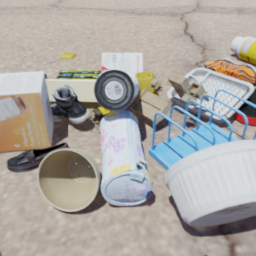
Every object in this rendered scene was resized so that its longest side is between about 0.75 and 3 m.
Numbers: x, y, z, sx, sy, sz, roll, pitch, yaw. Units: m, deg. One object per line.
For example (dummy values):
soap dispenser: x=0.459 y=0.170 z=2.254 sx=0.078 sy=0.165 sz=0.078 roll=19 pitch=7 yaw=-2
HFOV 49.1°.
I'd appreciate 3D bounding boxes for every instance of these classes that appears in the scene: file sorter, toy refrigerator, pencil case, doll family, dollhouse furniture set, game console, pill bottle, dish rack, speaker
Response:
file sorter: x=2.232 y=0.154 z=8.207 sx=2.695 sy=1.653 sz=1.870 roll=-21 pitch=40 yaw=-26
toy refrigerator: x=-2.092 y=-1.417 z=10.869 sx=2.491 sy=0.872 sz=0.946 roll=0 pitch=13 yaw=-3
pencil case: x=-0.151 y=0.684 z=7.688 sx=1.230 sy=1.342 sz=2.958 roll=5 pitch=32 yaw=-10
doll family: x=-0.653 y=-0.375 z=9.802 sx=1.106 sy=0.751 sz=1.913 roll=-15 pitch=43 yaw=-26
dollhouse furniture set: x=1.337 y=-0.572 z=9.766 sx=2.387 sy=1.165 sz=2.035 roll=-50 pitch=44 yaw=-4
game console: x=5.228 y=-0.773 z=10.652 sx=2.218 sy=0.389 sz=2.508 roll=12 pitch=37 yaw=11
pill bottle: x=6.377 y=-3.976 z=14.356 sx=1.173 sy=1.173 sz=2.107 roll=-21 pitch=41 yaw=-26
dish rack: x=3.092 y=-1.220 z=10.683 sx=2.277 sy=0.578 sz=2.653 roll=-40 pitch=49 yaw=-24
speaker: x=-0.275 y=-1.265 z=9.034 sx=1.181 sy=1.181 sz=2.908 roll=3 pitch=9 yaw=4

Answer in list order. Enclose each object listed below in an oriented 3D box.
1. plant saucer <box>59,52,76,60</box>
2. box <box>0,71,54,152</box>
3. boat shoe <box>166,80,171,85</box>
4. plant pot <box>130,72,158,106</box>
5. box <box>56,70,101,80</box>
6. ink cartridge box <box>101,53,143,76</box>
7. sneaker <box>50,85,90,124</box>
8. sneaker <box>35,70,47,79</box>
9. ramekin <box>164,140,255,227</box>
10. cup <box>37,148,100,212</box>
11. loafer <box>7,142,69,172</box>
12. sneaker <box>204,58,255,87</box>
plant saucer: x=-3.263 y=-3.908 z=15.120 sx=0.765 sy=0.185 sz=0.765 roll=7 pitch=36 yaw=8
box: x=-3.854 y=-0.458 z=8.683 sx=2.701 sy=2.057 sz=1.436 roll=-6 pitch=37 yaw=-7
boat shoe: x=2.241 y=-2.117 z=12.400 sx=1.118 sy=0.371 sz=0.414 roll=0 pitch=36 yaw=14
plant pot: x=0.628 y=-1.582 z=11.027 sx=1.081 sy=1.105 sz=1.074 roll=0 pitch=35 yaw=8
box: x=-2.206 y=-1.981 z=12.224 sx=1.895 sy=0.450 sz=1.830 roll=0 pitch=34 yaw=1
ink cartridge box: x=-0.267 y=-2.540 z=12.233 sx=1.766 sy=0.756 sz=1.303 roll=1 pitch=76 yaw=-1
sneaker: x=-2.290 y=-0.866 z=9.692 sx=2.133 sy=1.214 sz=0.805 roll=10 pitch=45 yaw=39
sneaker: x=-3.999 y=-1.550 z=11.136 sx=1.424 sy=0.983 sz=2.561 roll=-5 pitch=28 yaw=8
ramekin: x=2.084 y=1.319 z=6.044 sx=2.441 sy=2.441 sz=1.137 roll=-7 pitch=59 yaw=-9
cup: x=-1.345 y=1.172 z=7.130 sx=1.536 sy=1.536 sz=1.099 roll=7 pitch=10 yaw=10
loafer: x=-2.627 y=0.785 z=8.228 sx=1.859 sy=0.586 sz=0.668 roll=-9 pitch=37 yaw=-13
sneaker: x=4.317 y=-2.285 z=12.314 sx=1.522 sy=1.054 sz=2.716 roll=-16 pitch=28 yaw=-14
